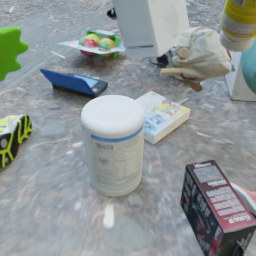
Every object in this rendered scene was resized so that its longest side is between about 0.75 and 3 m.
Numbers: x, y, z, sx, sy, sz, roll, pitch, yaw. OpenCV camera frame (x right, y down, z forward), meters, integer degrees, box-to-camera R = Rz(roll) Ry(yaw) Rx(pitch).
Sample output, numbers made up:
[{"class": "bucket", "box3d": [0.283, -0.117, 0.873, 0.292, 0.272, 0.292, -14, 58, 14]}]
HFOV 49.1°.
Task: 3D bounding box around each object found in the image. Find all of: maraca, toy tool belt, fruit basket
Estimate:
[{"class": "maraca", "box3d": [-2.248, -1.045, 3.839, 1.764, 1.209, 0.944, -9, 58, -49]}, {"class": "toy tool belt", "box3d": [1.480, -1.442, 6.052, 1.252, 1.272, 2.038, -22, 1, 27]}, {"class": "fruit basket", "box3d": [-1.325, -3.353, 11.177, 2.022, 1.023, 2.183, 20, 23, 24]}]

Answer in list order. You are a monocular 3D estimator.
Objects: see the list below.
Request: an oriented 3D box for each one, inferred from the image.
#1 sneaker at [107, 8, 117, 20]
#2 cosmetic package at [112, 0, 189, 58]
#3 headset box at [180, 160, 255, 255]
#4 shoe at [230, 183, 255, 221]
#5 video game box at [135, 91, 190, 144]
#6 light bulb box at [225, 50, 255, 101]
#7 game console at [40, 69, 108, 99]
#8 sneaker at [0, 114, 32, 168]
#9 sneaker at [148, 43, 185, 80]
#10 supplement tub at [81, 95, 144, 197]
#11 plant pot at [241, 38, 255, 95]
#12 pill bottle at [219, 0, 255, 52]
[{"class": "sneaker", "box3d": [-0.328, -3.695, 9.079, 0.892, 0.315, 0.436, 16, 9, 36]}, {"class": "cosmetic package", "box3d": [0.733, -3.433, 8.348, 1.249, 2.033, 2.026, 10, 38, 37]}, {"class": "headset box", "box3d": [1.574, 1.599, 5.084, 0.616, 1.220, 1.641, -9, 39, -10]}, {"class": "shoe", "box3d": [2.422, 1.441, 5.608, 1.361, 0.486, 0.619, 40, 42, 0]}, {"class": "video game box", "box3d": [0.708, -0.369, 8.206, 1.520, 0.390, 1.668, 30, 47, 35]}, {"class": "light bulb box", "box3d": [4.837, -2.300, 9.528, 2.727, 1.717, 2.751, 6, 39, 7]}, {"class": "game console", "box3d": [-1.751, -1.688, 9.344, 1.729, 1.023, 1.476, 17, 43, 19]}, {"class": "sneaker", "box3d": [-3.246, 0.351, 7.118, 0.799, 0.789, 2.092, 0, 28, 11]}, {"class": "sneaker", "box3d": [2.156, -2.869, 10.708, 1.814, 1.113, 2.788, -27, 36, -18]}, {"class": "supplement tub", "box3d": [-0.304, 0.395, 6.025, 1.269, 1.924, 1.269, 0, 40, 0]}, {"class": "plant pot", "box3d": [2.904, -1.194, 5.441, 1.428, 1.428, 1.146, 14, 42, 17]}, {"class": "pill bottle", "box3d": [1.363, -1.349, 3.249, 0.506, 0.886, 0.506, -2, 61, 4]}]
